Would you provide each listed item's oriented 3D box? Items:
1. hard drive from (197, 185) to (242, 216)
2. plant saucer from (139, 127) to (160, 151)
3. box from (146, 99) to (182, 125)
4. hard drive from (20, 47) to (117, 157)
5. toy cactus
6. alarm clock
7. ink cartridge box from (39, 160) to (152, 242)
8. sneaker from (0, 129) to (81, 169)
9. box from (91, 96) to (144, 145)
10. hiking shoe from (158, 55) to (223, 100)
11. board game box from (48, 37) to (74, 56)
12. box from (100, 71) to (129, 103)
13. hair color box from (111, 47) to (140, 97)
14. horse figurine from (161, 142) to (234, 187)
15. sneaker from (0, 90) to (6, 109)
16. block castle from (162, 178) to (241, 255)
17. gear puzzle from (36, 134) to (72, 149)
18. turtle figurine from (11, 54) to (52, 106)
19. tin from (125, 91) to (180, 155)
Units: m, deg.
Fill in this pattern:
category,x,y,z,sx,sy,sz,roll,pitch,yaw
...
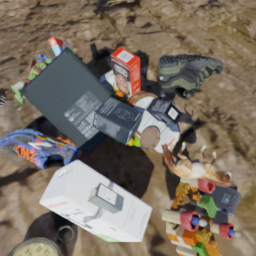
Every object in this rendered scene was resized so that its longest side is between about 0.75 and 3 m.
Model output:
category,x,y,z,sx,sy,sz,roll,pitch,yaw
hard drive,2.650,2.066,8.516,1.332,0.282,0.899,24,52,21
plant saucer,0.663,0.339,8.846,0.796,0.796,0.137,-26,30,-22
box,1.073,-0.489,8.453,0.881,0.652,0.459,19,74,55
hard drive,-1.602,-0.782,8.794,1.999,2.864,0.471,-44,12,-1
toy cactus,-0.627,-0.162,9.529,2.223,2.694,1.377,-40,14,-7
alarm clock,-2.160,3.396,6.985,1.475,0.728,2.187,26,54,23
ink cartridge box,-0.828,1.908,6.951,2.248,1.636,0.944,36,55,-18
sneaker,-2.850,0.763,9.011,2.642,0.995,1.036,8,46,-6
box,-0.297,-0.226,8.033,1.182,0.633,0.877,28,47,11
hiking shoe,2.087,-1.719,9.561,2.800,1.409,1.060,-10,27,-31
board game box,-2.231,-2.637,9.842,0.233,1.157,0.885,-27,89,16
box,-0.210,-1.326,10.017,0.906,1.554,0.467,-26,33,24
hair color box,-0.054,-1.629,8.510,0.758,1.493,0.457,36,68,22
horse figurine,1.445,0.793,6.154,1.575,0.393,1.044,10,47,-4
sneaker,-3.720,-0.501,7.601,0.424,0.648,1.121,28,53,-31
block castle,1.872,2.372,6.801,1.062,2.264,1.513,0,39,42
gear puzzle,-2.229,0.401,8.264,0.633,1.221,0.160,25,89,30
turtle figurine,-2.945,-1.488,9.799,1.842,1.900,1.367,-46,26,-24
tin,0.814,-0.105,9.184,1.363,2.434,0.510,-47,30,-7
